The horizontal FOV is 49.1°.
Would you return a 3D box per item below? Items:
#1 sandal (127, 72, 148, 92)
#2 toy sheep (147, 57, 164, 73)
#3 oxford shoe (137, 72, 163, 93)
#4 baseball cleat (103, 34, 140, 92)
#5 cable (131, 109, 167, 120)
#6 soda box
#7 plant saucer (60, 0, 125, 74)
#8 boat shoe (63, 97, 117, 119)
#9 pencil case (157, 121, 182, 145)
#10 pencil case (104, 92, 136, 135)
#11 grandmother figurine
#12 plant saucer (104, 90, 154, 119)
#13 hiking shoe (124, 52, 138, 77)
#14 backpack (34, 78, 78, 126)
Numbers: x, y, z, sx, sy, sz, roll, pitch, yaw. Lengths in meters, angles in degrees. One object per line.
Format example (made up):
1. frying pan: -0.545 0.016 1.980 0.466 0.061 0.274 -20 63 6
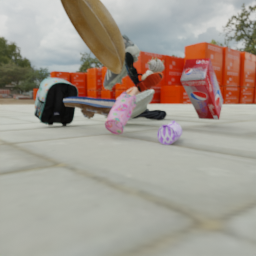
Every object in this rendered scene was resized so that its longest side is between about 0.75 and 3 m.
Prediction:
1. sandal: 0.567 -2.057 12.487 0.559 0.992 2.609 -29 -29 11
2. toy sheep: 1.110 -2.485 11.211 0.886 0.611 0.611 12 -2 -33
3. oxford shoe: 0.661 -1.333 7.915 0.364 0.357 1.003 -34 8 -40
4. baseball cleat: -0.389 -2.095 8.859 0.746 1.139 2.140 -34 -4 -40
5. cable: 0.627 -0.551 12.238 2.144 0.545 1.750 -2 11 -40
6. soda box: 2.293 -1.104 8.479 0.707 0.781 2.230 5 -24 31
7. plant saucer: -0.803 -2.495 6.967 0.446 2.517 2.517 -39 14 -9
8. boat shoe: -1.001 -0.513 7.380 1.455 0.527 0.526 6 15 5
9. pencil case: 0.899 0.094 5.938 0.410 0.418 0.978 3 7 17
10. pencil case: -0.152 -0.355 6.546 0.487 0.487 1.115 3 42 24
11. grandmother figurine: 0.342 -1.572 11.561 2.107 0.638 1.278 -47 18 -14
12. plant saucer: 0.104 -0.675 9.634 1.916 0.481 1.916 -26 11 5
13. hiking shoe: 0.003 -1.802 7.914 0.286 0.768 0.333 -38 43 -21
14. backpack: -2.329 -0.908 9.086 1.256 1.428 1.095 3 28 -39
